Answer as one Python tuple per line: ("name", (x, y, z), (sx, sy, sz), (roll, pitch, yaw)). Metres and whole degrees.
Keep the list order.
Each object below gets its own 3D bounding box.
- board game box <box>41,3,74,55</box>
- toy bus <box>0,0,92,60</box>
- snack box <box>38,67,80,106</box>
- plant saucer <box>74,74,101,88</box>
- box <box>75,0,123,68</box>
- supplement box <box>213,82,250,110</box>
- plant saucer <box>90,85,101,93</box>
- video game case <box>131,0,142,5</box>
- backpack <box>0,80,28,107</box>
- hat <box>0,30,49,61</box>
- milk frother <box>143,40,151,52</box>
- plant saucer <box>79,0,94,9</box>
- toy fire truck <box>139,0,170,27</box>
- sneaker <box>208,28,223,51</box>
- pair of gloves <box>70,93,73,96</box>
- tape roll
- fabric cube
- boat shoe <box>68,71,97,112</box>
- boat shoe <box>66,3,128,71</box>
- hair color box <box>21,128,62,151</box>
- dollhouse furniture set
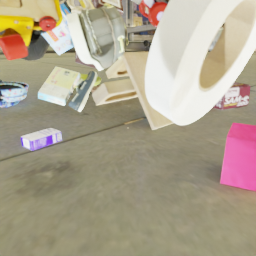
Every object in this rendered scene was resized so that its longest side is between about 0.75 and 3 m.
("board game box", (-1.848, -2.676, 7.699), (1.022, 1.044, 0.292), (-17, 36, 33))
("toy bus", (-2.598, -2.510, 6.242), (1.353, 2.619, 2.472), (-38, 19, 56))
("snack box", (-1.721, -1.084, 7.075), (0.669, 0.214, 1.151), (16, 46, 0))
("plant saucer", (-2.513, -2.467, 14.806), (2.198, 0.342, 2.198), (3, 23, -1))
("box", (-1.227, -3.914, 11.108), (1.032, 2.754, 1.379), (11, 47, -22))
("supplement box", (3.257, -1.493, 11.358), (1.510, 0.845, 2.776), (-11, 21, -30))
("plant saucer", (-1.068, -1.770, 13.107), (1.471, 0.253, 1.471), (-1, 19, 0))
("video game case", (0.020, -3.086, 5.555), (0.943, 0.860, 0.104), (21, 22, -22))
("backpack", (-4.523, -1.314, 10.746), (1.351, 0.909, 1.233), (0, 19, 1))
("hat", (-3.018, -3.359, 8.920), (2.546, 2.546, 1.027), (12, 25, 30))
("milk frother", (0.813, -3.283, 12.139), (0.866, 0.831, 0.921), (-35, 43, -31))
("plant saucer", (-1.158, -3.705, 9.179), (0.307, 1.266, 1.266), (-30, 56, 7))
("toy fire truck", (1.371, -3.539, 8.076), (1.973, 1.656, 1.106), (32, 22, -36))
("sneaker", (1.929, -1.791, 6.026), (1.305, 0.490, 0.753), (-12, 55, -8))
("pair of gloves", (-3.162, -1.476, 12.409), (1.127, 0.156, 1.265), (15, 21, 39))
("tape roll", (1.361, -1.327, 4.354), (0.516, 2.825, 2.825), (37, 35, 26))
("fabric cube", (2.380, 0.531, 5.285), (0.994, 0.979, 0.998), (9, 20, 24))
("boat shoe", (-0.693, -0.596, 4.280), (0.238, 0.768, 0.288), (25, -28, -14))
("boat shoe", (-0.414, -1.742, 5.519), (0.855, 1.023, 2.861), (-16, 10, 6))
("hair color box", (-2.187, 0.274, 7.110), (0.479, 0.284, 0.876), (15, 26, 39))
("dollhouse furniture set", (0.504, -0.894, 10.128), (2.844, 2.436, 2.990), (-17, -10, -40))
